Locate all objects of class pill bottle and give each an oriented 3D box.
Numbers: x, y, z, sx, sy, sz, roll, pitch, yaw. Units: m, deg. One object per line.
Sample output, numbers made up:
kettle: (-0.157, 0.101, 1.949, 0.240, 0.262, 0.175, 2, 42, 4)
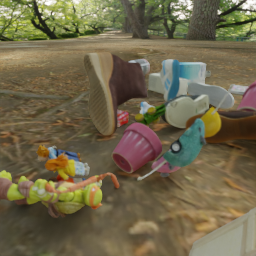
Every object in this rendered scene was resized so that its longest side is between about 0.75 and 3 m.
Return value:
pill bottle: (0.409, -3.226, 15.332, 0.947, 0.947, 1.634, 14, 25, 32)

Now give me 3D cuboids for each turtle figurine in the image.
turtle figurine: (-1.089, 1.066, 4.528, 1.757, 0.702, 2.179, 0, -7, 17)

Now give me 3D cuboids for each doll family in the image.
doll family: (-1.236, 0.605, 5.163, 0.826, 0.600, 1.331, 14, 18, -35)

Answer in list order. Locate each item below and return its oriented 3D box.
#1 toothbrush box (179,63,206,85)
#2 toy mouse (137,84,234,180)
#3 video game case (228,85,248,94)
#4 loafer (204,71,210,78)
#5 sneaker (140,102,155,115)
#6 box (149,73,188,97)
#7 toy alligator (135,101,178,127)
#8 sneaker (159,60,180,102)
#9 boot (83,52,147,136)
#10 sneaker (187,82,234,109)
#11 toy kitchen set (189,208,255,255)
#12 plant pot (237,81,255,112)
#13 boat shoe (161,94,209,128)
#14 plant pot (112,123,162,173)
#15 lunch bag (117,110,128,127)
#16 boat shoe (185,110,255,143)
toothbrush box: (3.007, -2.652, 13.742, 1.415, 1.036, 0.603, -4, 21, -10)
toy mouse: (0.981, 0.460, 5.227, 0.445, 2.300, 2.044, 45, 56, 9)
video game case: (5.358, -1.630, 12.344, 1.568, 0.141, 1.123, 13, 25, 30)
loafer: (4.286, -3.001, 15.612, 0.336, 0.335, 0.961, 18, 27, 38)
sneaker: (0.674, -0.572, 9.027, 0.499, 0.432, 1.152, -18, 25, 11)
box: (1.693, -1.872, 12.150, 0.625, 0.752, 1.829, -12, 26, -33)
toy alligator: (0.653, -0.362, 7.163, 1.313, 0.435, 0.316, -30, 40, -3)
sneaker: (1.567, -1.802, 10.746, 0.613, 1.603, 0.647, -8, 17, -42)
boot: (-0.144, -1.052, 8.516, 2.205, 2.651, 0.959, 2, -21, -42)
sneaker: (3.267, -1.213, 10.352, 1.107, 0.706, 1.916, 2, 23, -42)
toy kitchen set: (1.997, 1.632, 3.196, 1.878, 1.694, 1.532, 45, 34, 2)
plant pot: (3.700, -0.472, 7.769, 1.327, 1.483, 1.483, -35, 37, -29)
boat shoe: (1.622, -0.571, 8.567, 0.875, 0.929, 2.588, 13, 17, 34)
plant pot: (0.132, 0.481, 5.929, 0.902, 0.902, 0.808, 19, 51, 40)
lunch bag: (-0.347, -0.282, 8.642, 0.722, 0.336, 0.820, 14, 26, 22)
boat shoe: (2.656, -0.052, 7.220, 2.246, 0.791, 0.790, 3, 15, 33)
